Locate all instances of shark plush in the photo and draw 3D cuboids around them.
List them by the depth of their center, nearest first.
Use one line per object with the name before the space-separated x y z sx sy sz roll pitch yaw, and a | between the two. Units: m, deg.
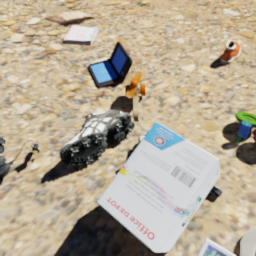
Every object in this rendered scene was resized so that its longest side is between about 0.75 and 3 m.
shark plush | 1.514 0.957 8.444 2.978 1.353 1.240 22 19 26

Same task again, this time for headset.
headset | -3.950 0.848 8.324 2.519 1.556 1.184 -14 5 -13

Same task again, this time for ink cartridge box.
ink cartridge box | 0.820 1.477 6.783 1.725 1.717 2.351 33 81 27

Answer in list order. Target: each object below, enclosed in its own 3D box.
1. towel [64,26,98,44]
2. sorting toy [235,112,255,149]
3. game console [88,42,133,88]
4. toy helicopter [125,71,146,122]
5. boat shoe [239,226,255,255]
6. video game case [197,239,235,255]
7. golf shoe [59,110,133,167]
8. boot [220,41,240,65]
towel | -2.420 -4.824 14.478 1.475 0.249 1.545 6 45 6
sorting toy | 4.161 0.189 9.426 1.104 0.754 1.837 1 31 -19
game console | -0.800 -2.743 11.952 1.064 1.545 1.793 6 40 -33
toy helicopter | 0.279 -1.135 10.211 0.789 1.323 2.001 -2 57 1
boat shoe | 2.986 3.105 6.771 0.522 0.445 1.560 -9 29 44
video game case | 2.224 3.919 5.667 2.444 0.281 2.227 26 66 24
golf shoe | -1.173 0.239 9.154 2.811 1.093 1.328 -29 44 -35
boot | 4.833 -3.671 12.925 0.633 0.904 1.686 24 49 24
